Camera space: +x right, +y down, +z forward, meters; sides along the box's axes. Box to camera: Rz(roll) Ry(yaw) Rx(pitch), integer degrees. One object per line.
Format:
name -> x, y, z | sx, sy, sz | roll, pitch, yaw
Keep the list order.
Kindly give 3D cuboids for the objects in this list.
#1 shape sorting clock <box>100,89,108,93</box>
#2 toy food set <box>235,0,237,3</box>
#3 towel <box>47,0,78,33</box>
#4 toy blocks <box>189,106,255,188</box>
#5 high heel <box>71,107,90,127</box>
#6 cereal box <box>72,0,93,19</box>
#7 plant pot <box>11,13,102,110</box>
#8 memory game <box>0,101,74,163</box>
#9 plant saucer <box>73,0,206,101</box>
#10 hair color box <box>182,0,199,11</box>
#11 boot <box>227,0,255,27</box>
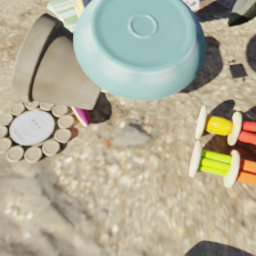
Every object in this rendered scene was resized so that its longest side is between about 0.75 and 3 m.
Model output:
shape sorting clock -> -0.700, -1.821, 9.754 | 1.462, 0.287, 1.462 | 0, 58, -1
toy food set -> 5.370, -5.603, 12.508 | 1.174, 0.528, 0.561 | 29, 58, 20
towel -> -2.171, -5.042, 12.243 | 1.999, 0.307, 2.620 | -28, 56, -20
toy blocks -> 3.183, 0.612, 7.441 | 2.762, 1.003, 2.302 | 12, 53, 9
high heel -> -1.341, -0.808, 8.778 | 0.904, 0.635, 1.885 | -28, 44, -8
cereal box -> -0.527, -3.881, 8.357 | 0.479, 1.745, 2.426 | 33, 67, 27
plant pot -> -1.353, -1.258, 6.230 | 1.693, 1.952, 1.952 | 22, 53, -8
memory game -> -2.853, 0.010, 8.438 | 2.472, 0.157, 2.472 | 0, 53, 0
plant saucer -> 0.231, -1.593, 4.693 | 2.313, 0.416, 2.313 | 1, 72, -4
hair color box -> 1.762, -4.870, 9.410 | 1.127, 2.032, 0.649 | -12, 59, 7
boot -> 3.063, -4.068, 7.485 | 0.773, 1.937, 2.130 | -14, 82, -15
